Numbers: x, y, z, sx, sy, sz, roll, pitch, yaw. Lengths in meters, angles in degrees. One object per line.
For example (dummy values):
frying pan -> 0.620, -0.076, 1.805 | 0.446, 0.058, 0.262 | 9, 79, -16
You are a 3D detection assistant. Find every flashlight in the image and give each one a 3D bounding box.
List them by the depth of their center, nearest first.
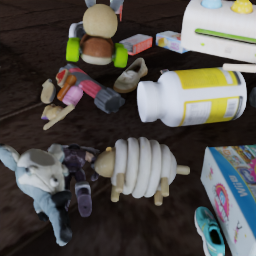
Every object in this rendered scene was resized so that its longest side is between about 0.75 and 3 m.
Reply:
flashlight -> -1.151, -1.131, 8.033 | 2.260, 0.768, 0.765 | 37, 89, 38

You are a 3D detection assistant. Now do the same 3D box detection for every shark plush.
shark plush -> -1.230, 0.971, 4.385 | 1.063, 0.975, 2.340 | -3, 18, -43

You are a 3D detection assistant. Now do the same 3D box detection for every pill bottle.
pill bottle -> 1.503, -0.746, 6.907 | 2.408, 1.349, 1.349 | -6, 35, -9

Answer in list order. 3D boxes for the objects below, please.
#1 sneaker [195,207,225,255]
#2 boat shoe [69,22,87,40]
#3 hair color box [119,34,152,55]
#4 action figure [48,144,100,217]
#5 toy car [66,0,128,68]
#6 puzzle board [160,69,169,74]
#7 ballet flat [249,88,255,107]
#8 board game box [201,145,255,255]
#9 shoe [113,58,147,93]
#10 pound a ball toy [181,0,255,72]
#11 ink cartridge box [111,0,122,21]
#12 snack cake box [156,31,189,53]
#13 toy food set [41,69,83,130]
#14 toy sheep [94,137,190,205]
sneaker -> 1.308, 1.586, 4.382 | 0.356, 0.366, 0.919 | -3, 34, -5
boat shoe -> -2.069, -4.446, 12.943 | 0.714, 0.753, 2.154 | 5, 27, 9
hair color box -> 0.335, -3.513, 11.758 | 0.721, 0.435, 1.421 | 23, 40, 29
action figure -> -1.039, 0.868, 5.220 | 1.153, 0.615, 1.772 | -6, 34, -5
toy car -> -0.924, -3.327, 9.113 | 1.911, 2.326, 1.835 | 5, 24, -11
puzzle board -> 1.325, -1.443, 8.420 | 0.781, 0.068, 0.589 | 53, 30, 5
ballet flat -> 4.277, -1.099, 8.117 | 1.991, 0.565, 0.662 | -22, 40, -29
board game box -> 2.832, 1.173, 4.557 | 2.720, 0.874, 2.006 | -3, 34, -4
shoe -> 0.085, -1.725, 9.065 | 0.689, 0.526, 1.972 | 14, 37, 20
pound a ball toy -> 2.494, -2.035, 6.029 | 2.634, 1.119, 1.717 | 17, 49, 17
ink cartridge box -> -0.425, -4.365, 9.657 | 0.318, 0.688, 1.263 | -3, 61, -5
snack cake box -> 2.006, -3.697, 11.982 | 0.833, 0.487, 1.448 | -26, 43, -36
toy food set -> -1.721, -0.835, 7.353 | 1.344, 0.333, 2.115 | -34, 41, 18
toy sheep -> 0.260, 0.731, 5.043 | 1.736, 1.197, 1.197 | 9, 33, -11
